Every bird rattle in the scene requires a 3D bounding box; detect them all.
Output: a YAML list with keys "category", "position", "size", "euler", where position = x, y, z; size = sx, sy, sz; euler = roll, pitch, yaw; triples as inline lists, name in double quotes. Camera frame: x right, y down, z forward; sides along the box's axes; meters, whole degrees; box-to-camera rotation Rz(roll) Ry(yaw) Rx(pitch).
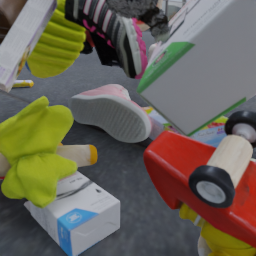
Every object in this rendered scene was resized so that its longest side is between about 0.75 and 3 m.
- category: "bird rattle"
  position: [-1.716, 0.642, 4.615]
  size: [2.599, 1.464, 2.119]
  euler: [-21, -15, 31]

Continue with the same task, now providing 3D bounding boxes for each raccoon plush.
- category: "raccoon plush"
  position: [0.055, -1.831, 3.649]
  size: [0.669, 1.383, 0.926]
  euler: [-15, 61, 13]

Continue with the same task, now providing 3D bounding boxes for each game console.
- category: "game console"
  position: [-1.282, -2.490, 8.284]
  size: [2.800, 0.337, 1.651]
  euler: [10, -18, 10]

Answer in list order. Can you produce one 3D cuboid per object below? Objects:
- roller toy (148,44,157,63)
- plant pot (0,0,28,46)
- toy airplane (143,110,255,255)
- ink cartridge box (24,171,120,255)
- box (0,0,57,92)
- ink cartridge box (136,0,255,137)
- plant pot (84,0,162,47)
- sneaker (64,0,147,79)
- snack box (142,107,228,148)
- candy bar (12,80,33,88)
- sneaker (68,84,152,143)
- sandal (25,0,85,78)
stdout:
- category: "roller toy"
  position: [1.968, -2.842, 12.096]
  size: [2.480, 1.733, 2.262]
  euler: [-21, 30, -40]
- category: "plant pot"
  position: [-3.089, -2.642, 5.979]
  size: [2.121, 2.121, 2.099]
  euler: [-1, 49, -3]
- category: "toy airplane"
  position: [1.424, 1.214, 2.813]
  size: [2.503, 1.766, 2.492]
  euler: [2, 59, -18]
- category: "ink cartridge box"
  position: [-0.903, 1.119, 4.174]
  size: [0.849, 0.496, 1.463]
  euler: [-20, 30, -39]
- category: "box"
  position: [-1.861, -1.594, 4.969]
  size: [0.414, 2.000, 0.387]
  euler: [24, -17, -8]
- category: "ink cartridge box"
  position: [1.536, -1.605, 4.915]
  size: [1.260, 2.188, 2.998]
  euler: [39, 38, -15]
- category: "plant pot"
  position: [-0.495, -3.790, 8.276]
  size: [2.726, 2.726, 2.412]
  euler: [-19, 24, -37]
- category: "sneaker"
  position: [-0.533, -2.058, 5.250]
  size: [1.174, 2.684, 0.990]
  euler: [-24, 7, 12]
- category: "snack box"
  position: [1.335, -0.055, 6.821]
  size: [1.584, 0.635, 1.878]
  euler: [-11, 24, -23]
- category: "candy bar"
  position: [-5.039, -1.770, 11.449]
  size: [2.268, 0.251, 0.565]
  euler: [-4, 23, -9]
- category: "sneaker"
  position: [-0.200, -0.545, 7.374]
  size: [1.510, 1.087, 2.889]
  euler: [-26, 29, -37]
- category: "sandal"
  position: [-1.562, -2.554, 6.474]
  size: [1.179, 2.967, 1.292]
  euler: [23, 0, -34]
